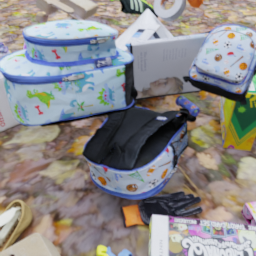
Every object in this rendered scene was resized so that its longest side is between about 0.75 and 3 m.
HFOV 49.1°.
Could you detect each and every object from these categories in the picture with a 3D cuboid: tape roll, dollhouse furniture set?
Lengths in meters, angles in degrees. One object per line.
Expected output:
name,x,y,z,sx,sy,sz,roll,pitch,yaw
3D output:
tape roll,1.623,-4.835,10.941,1.223,1.223,0.404,27,11,30
dollhouse furniture set,-2.008,-2.962,8.994,1.192,2.442,2.082,30,40,4

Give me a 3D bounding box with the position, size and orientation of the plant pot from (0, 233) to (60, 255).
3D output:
plant pot,-1.883,3.139,5.294,1.781,1.579,1.783,-25,46,-28

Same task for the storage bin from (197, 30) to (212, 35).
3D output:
storage bin,2.700,-2.582,9.553,0.863,1.276,0.598,-11,8,20

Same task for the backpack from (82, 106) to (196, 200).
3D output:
backpack,0.140,0.677,7.867,2.831,2.181,2.697,9,32,34

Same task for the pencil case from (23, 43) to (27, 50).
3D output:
pencil case,-2.301,-1.880,8.386,1.131,2.645,1.110,12,78,-9

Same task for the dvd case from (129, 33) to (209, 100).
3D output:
dvd case,1.377,-1.743,8.173,2.595,1.851,0.228,-8,42,-4

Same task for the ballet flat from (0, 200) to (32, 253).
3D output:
ballet flat,-3.151,2.701,6.478,0.833,0.765,2.428,11,40,13

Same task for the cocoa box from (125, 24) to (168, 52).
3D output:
cocoa box,0.794,-2.342,8.691,0.942,1.435,0.957,-50,37,-6

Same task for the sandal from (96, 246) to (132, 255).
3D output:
sandal,-0.145,3.259,5.871,0.795,0.726,1.826,-6,41,-14

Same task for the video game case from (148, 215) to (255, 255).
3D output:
video game case,1.716,3.120,5.717,2.652,0.475,2.404,6,52,2

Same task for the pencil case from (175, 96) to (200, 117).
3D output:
pencil case,1.847,-0.646,8.702,0.357,0.398,0.915,-32,43,-6

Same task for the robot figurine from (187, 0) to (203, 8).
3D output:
robot figurine,2.525,-5.029,10.735,0.591,1.014,0.729,-14,72,29

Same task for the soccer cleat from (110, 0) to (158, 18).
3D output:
soccer cleat,0.257,-5.099,11.764,2.328,0.943,0.786,22,18,-32

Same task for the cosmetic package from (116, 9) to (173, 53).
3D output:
cosmetic package,0.290,-2.871,11.492,1.732,2.818,2.809,38,35,-22

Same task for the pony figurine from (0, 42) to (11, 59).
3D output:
pony figurine,-4.689,-2.145,9.060,1.742,1.451,1.682,-32,9,-22

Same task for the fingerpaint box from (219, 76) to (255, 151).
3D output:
fingerpaint box,3.952,-0.957,9.807,1.003,2.281,2.734,7,39,9

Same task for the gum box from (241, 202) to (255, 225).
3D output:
gum box,3.534,2.449,7.036,0.771,0.449,1.359,-6,39,-8

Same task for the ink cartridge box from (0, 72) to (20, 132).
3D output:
ink cartridge box,-4.064,-1.369,10.490,2.781,2.041,1.153,-28,47,-30

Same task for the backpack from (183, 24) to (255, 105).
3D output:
backpack,2.176,-1.512,6.177,1.561,1.202,1.486,24,81,15

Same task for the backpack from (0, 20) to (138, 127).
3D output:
backpack,-1.362,-1.262,5.980,2.531,1.860,2.316,-17,33,-18

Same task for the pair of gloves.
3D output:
pair of gloves,1.128,2.656,6.914,2.264,0.314,2.541,-12,37,-12
